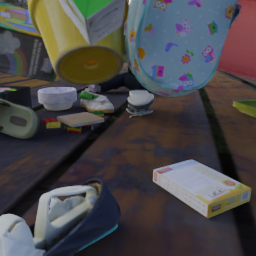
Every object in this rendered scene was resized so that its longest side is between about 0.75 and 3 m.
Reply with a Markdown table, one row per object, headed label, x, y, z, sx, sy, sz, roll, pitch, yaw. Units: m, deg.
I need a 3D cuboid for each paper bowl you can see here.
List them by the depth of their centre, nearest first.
| label | x | y | z | sx | sy | sz | roll | pitch | yaw |
| --- | --- | --- | --- | --- | --- | --- | --- | --- | --- |
| paper bowl | -2.916 | -1.206 | 11.634 | 1.547 | 0.805 | 1.547 | 0 | 16 | 0 |

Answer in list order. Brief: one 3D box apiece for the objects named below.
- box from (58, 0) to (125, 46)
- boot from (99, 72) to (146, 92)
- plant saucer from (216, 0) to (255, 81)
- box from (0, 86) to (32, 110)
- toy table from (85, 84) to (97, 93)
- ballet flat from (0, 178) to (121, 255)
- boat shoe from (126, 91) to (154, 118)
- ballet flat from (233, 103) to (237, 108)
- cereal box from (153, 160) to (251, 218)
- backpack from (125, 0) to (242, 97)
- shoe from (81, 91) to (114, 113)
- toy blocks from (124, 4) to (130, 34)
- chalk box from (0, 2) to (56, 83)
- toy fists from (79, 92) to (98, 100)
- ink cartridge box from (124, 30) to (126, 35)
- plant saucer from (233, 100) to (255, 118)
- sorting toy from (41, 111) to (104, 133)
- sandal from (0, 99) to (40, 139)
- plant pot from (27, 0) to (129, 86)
| label | x | y | z | sx | sy | sz | roll | pitch | yaw |
| --- | --- | --- | --- | --- | --- | --- | --- | --- | --- |
| box | -0.748 | -2.170 | 4.194 | 0.717 | 1.482 | 1.308 | -34 | 3 | -2 |
| boot | -0.394 | -2.300 | 15.143 | 2.202 | 1.001 | 2.621 | -14 | 31 | -12 |
| plant saucer | 2.921 | -2.535 | 7.389 | 2.561 | 2.566 | 0.471 | 26 | -6 | 33 |
| box | -4.448 | -0.748 | 9.396 | 1.923 | 1.195 | 1.428 | 2 | 16 | 10 |
| toy table | -2.065 | -2.304 | 15.566 | 0.543 | 0.853 | 0.928 | 16 | -5 | 1 |
| ballet flat | -1.021 | 1.241 | 3.156 | 0.933 | 0.933 | 2.554 | 11 | 20 | 33 |
| boat shoe | 0.413 | -0.893 | 10.558 | 0.991 | 0.819 | 2.647 | -4 | 14 | -6 |
| ballet flat | 4.640 | -0.963 | 11.826 | 0.259 | 0.238 | 0.755 | -2 | 17 | -7 |
| cereal box | 1.261 | 1.009 | 5.008 | 1.025 | 0.282 | 1.425 | -9 | 19 | -29 |
| backpack | 0.923 | -2.078 | 5.491 | 2.388 | 2.861 | 1.811 | 14 | 12 | -4 |
| shoe | -1.339 | -1.046 | 11.382 | 0.839 | 0.640 | 2.399 | -11 | 19 | -32 |
| toy blocks | 0.186 | -3.222 | 8.810 | 1.274 | 1.072 | 1.190 | 27 | 28 | 20 |
| chalk box | -2.712 | -2.437 | 8.309 | 2.359 | 1.467 | 1.460 | 8 | 44 | -25 |
| toy fists | -1.512 | -1.214 | 11.277 | 0.874 | 0.301 | 0.446 | 22 | -9 | -43 |
| ink cartridge box | -0.980 | -3.616 | 10.496 | 0.559 | 2.205 | 2.502 | 33 | -8 | 14 |
| plant saucer | 5.167 | -0.702 | 10.626 | 1.711 | 0.410 | 1.708 | -4 | 17 | -11 |
| sorting toy | -1.551 | -0.132 | 8.724 | 2.267 | 0.383 | 1.093 | -12 | 20 | -36 |
| sandal | -3.840 | -0.357 | 7.978 | 2.824 | 1.121 | 0.806 | 7 | 1 | 21 |
| plant pot | -1.001 | -2.236 | 6.311 | 2.297 | 2.161 | 2.297 | -11 | -21 | -4 |
